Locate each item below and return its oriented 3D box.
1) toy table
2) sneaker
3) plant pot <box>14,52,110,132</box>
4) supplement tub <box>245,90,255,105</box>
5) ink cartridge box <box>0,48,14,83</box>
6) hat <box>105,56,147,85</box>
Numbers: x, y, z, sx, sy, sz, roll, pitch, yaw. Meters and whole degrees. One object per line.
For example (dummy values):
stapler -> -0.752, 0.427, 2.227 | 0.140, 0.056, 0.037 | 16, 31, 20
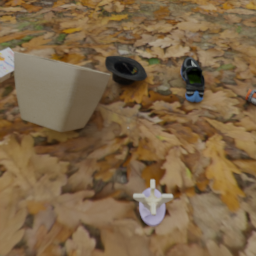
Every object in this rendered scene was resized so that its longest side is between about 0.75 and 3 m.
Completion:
toy table -> 0.675, 2.061, 7.843 | 1.061, 0.676, 1.154 | -7, 45, -7
sneaker -> 2.853, -2.256, 11.998 | 0.968, 1.131, 2.730 | 4, 44, 2
plant pot -> -2.375, -1.168, 9.771 | 2.450, 2.171, 2.453 | 17, 12, 17
supplement tub -> 5.275, -1.181, 11.292 | 0.920, 0.564, 0.564 | 29, 51, 26
ink cartridge box -> -5.401, -2.839, 12.418 | 1.026, 0.605, 1.782 | 47, 47, -7
hat -> -0.206, -2.393, 12.328 | 2.010, 0.811, 2.010 | 17, 41, -15
